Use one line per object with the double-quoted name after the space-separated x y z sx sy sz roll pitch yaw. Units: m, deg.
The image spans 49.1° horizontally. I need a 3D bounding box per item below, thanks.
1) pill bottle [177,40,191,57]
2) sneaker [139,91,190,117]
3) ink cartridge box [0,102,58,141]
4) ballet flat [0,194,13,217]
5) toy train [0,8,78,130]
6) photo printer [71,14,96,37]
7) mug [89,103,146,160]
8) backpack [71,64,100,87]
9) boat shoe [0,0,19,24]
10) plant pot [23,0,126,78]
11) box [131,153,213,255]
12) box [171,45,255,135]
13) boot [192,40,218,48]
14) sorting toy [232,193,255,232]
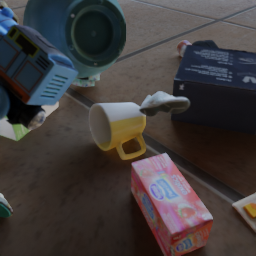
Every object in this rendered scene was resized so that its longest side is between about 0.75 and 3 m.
2.651 -3.353 12.350 0.655 0.655 1.167 -9 40 -11 "pill bottle"
0.565 -0.423 4.415 0.911 0.321 0.365 -2 60 44 "sneaker"
-3.291 -0.808 8.958 1.488 0.855 2.540 17 41 20 "ink cartridge box"
-3.078 1.618 6.254 1.307 0.470 0.470 10 39 11 "ballet flat"
-2.322 -1.254 4.861 2.838 1.621 1.230 41 8 8 "toy train"
-1.429 -3.749 8.816 2.072 2.490 0.865 29 28 37 "photo printer"
-0.202 0.000 7.936 1.326 1.615 1.293 -15 7 -31 "mug"
-1.607 -2.008 10.383 1.070 0.907 1.205 16 25 21 "backpack"
-3.470 -3.305 7.611 1.261 0.455 0.410 38 44 -11 "boat shoe"
-1.105 -2.434 7.080 2.636 2.636 1.766 -20 30 -23 "plant pot"
0.813 1.561 5.884 0.898 0.973 1.896 -14 41 -17 "box"
2.921 -1.359 9.078 2.616 1.562 2.660 11 40 13 "box"
3.169 -3.115 11.920 1.867 0.743 2.265 4 42 -14 "boot"
3.051 1.876 6.098 1.056 0.208 1.141 -17 41 -20 "sorting toy"
